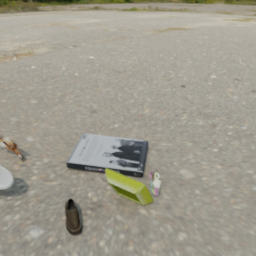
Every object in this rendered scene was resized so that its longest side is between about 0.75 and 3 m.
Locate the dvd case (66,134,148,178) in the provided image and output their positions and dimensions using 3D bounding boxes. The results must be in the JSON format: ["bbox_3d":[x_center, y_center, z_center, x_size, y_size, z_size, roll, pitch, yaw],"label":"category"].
[{"bbox_3d":[-0.635,0.895,9.748,2.513,0.311,1.889,6,30,7],"label":"dvd case"}]

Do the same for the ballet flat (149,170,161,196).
[{"bbox_3d":[0.822,1.601,8.413,0.333,0.343,0.964,31,26,-19],"label":"ballet flat"}]

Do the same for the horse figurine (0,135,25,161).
[{"bbox_3d":[-4.218,0.469,9.429,1.560,1.034,0.389,24,66,13],"label":"horse figurine"}]

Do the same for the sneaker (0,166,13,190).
[{"bbox_3d":[-4.100,1.530,8.085,1.833,1.025,0.670,14,50,4],"label":"sneaker"}]

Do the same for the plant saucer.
[{"bbox_3d":[-0.008,1.689,7.684,1.248,1.249,0.299,18,63,27],"label":"plant saucer"}]

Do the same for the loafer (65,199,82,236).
[{"bbox_3d":[-1.467,2.279,7.257,0.387,0.379,1.061,-11,40,-20],"label":"loafer"}]
